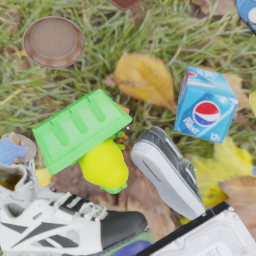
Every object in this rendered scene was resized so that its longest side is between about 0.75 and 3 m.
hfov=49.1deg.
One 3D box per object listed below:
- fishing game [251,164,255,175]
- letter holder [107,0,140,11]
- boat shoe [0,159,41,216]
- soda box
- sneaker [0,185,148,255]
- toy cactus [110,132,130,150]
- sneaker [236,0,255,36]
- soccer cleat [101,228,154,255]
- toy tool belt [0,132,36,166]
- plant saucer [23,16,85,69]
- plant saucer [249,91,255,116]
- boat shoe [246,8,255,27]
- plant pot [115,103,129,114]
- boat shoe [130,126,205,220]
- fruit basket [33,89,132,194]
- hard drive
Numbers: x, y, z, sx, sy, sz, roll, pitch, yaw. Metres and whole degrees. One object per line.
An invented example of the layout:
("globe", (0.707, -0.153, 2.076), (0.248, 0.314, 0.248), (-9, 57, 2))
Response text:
("fishing game", (2.970, 1.400, 4.963), (0.428, 2.757, 1.974), (-45, 67, 22))
("letter holder", (0.169, -4.127, 6.112), (2.523, 1.794, 1.269), (-33, 60, 31))
("boat shoe", (-2.035, 1.014, 5.155), (0.999, 2.342, 0.865), (-36, 54, 5))
("soda box", (1.547, -0.629, 5.855), (0.885, 2.608, 0.837), (16, 112, 6))
("sneaker", (-0.849, 1.243, 3.855), (2.176, 0.806, 0.963), (-12, 87, 9))
("toy cactus", (-0.549, 0.313, 7.833), (0.957, 1.160, 0.593), (-11, 57, 33))
("sneaker", (3.324, -2.122, 6.393), (0.950, 1.110, 2.679), (-30, 70, 7))
("soccer cleat", (-0.679, 2.440, 5.987), (2.535, 0.820, 1.060), (2, 48, 14))
("toy tool belt", (-3.245, 0.976, 7.541), (1.088, 1.071, 1.743), (19, 82, 3))
("plant saucer", (-1.311, -1.535, 4.986), (1.064, 1.064, 0.195), (-15, 54, -2))
("plant saucer", (3.183, -0.036, 5.049), (1.877, 0.455, 1.877), (-23, 87, -35))
("boat shoe", (2.707, -2.014, 5.071), (1.040, 0.321, 0.389), (-7, 84, 13))
("plant pot", (-0.466, -0.327, 7.938), (0.793, 0.793, 0.726), (22, 98, 3))
("boat shoe", (0.874, 0.842, 4.844), (0.744, 0.756, 2.099), (-52, 125, -25))
("fruit basket", (-0.545, 0.296, 4.160), (1.482, 1.069, 1.482), (-1, 92, -21))
("hard drive", (0.806, 1.798, 3.350), (1.657, 0.313, 1.158), (-32, 90, 4))
